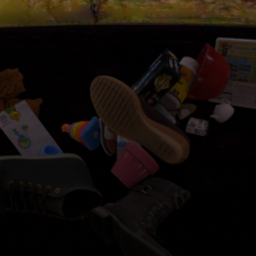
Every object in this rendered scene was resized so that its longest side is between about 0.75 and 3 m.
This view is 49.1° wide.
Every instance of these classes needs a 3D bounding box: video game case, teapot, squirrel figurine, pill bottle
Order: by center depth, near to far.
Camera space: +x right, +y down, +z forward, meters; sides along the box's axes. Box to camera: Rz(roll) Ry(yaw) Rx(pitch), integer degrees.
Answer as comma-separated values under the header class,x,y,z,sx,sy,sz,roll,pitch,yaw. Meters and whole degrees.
class,x,y,z,sx,sy,sz,roll,pitch,yaw
squirrel figurine,-3.911,-0.843,9.232,1.979,2.120,1.500,1,18,25
pill bottle,1.802,-1.620,9.981,0.973,0.973,1.782,22,73,39
teapot,3.358,-0.614,10.055,0.561,0.759,0.768,44,26,-6
video game case,4.881,-2.126,11.267,2.944,2.680,0.337,14,28,27

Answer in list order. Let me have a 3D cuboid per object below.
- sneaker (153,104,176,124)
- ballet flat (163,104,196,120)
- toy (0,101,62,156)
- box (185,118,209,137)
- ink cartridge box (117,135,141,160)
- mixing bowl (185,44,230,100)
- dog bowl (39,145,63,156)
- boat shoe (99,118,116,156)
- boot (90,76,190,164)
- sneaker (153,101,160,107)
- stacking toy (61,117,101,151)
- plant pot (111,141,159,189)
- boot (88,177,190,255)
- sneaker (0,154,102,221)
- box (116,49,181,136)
class,x,y,z,sx,sy,sz,roll,pitch,yaw
sneaker,1.244,-0.332,9.899,0.461,0.416,1.125,-26,62,-23
ballet flat,1.791,-0.555,10.563,1.694,0.599,0.599,-2,25,-7
toy,-2.767,0.265,7.702,0.433,1.834,1.056,-23,13,43
box,2.358,-0.047,9.456,0.689,0.217,1.251,13,18,15
ink cartridge box,0.022,0.558,7.950,0.674,0.662,0.916,-1,24,0
mixing bowl,2.949,-1.833,10.202,1.144,2.113,2.113,22,27,0
dog bowl,-1.935,0.796,7.438,0.903,0.224,0.503,38,39,16
boat shoe,-0.549,0.181,8.296,0.400,1.280,0.456,-23,-26,25
boot,0.441,-0.199,7.567,2.934,1.062,2.441,44,14,9
sneaker,0.884,-1.054,10.945,0.446,1.250,0.499,34,39,-30
stacking toy,-1.553,0.111,8.779,1.488,0.817,0.864,9,51,35
plant pot,0.098,0.886,6.372,0.823,0.919,0.919,-45,39,-8
boot,0.539,1.677,5.443,1.978,0.787,2.272,-21,30,-37
sneaker,-2.099,1.312,5.704,2.992,1.119,1.589,-11,22,-24
box,0.554,-1.177,9.307,0.642,2.792,2.219,39,26,-12
